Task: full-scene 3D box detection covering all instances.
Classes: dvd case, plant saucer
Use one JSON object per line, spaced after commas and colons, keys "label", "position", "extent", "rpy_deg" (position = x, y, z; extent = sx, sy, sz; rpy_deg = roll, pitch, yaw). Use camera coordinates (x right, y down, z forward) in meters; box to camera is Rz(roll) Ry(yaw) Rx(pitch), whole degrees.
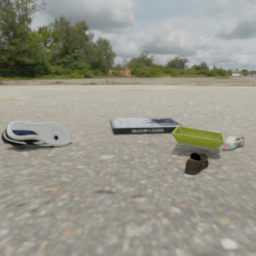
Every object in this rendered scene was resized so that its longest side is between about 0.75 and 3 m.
{"label": "dvd case", "position": [0.617, -0.095, 10.652], "extent": [2.513, 0.311, 1.889], "rpy_deg": [-2, 11, -6]}
{"label": "plant saucer", "position": [1.814, 0.278, 7.282], "extent": [1.249, 0.299, 1.248], "rpy_deg": [10, 11, 15]}

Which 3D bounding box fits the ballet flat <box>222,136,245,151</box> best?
{"label": "ballet flat", "position": [3.005, 0.411, 7.983], "extent": [0.964, 0.343, 0.333], "rpy_deg": [-9, 12, -37]}

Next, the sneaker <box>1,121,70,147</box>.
{"label": "sneaker", "position": [-2.691, 0.231, 8.121], "extent": [1.833, 0.670, 1.025], "rpy_deg": [13, -23, -39]}

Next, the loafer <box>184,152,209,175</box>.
{"label": "loafer", "position": [1.566, 0.726, 6.261], "extent": [0.387, 0.379, 1.061], "rpy_deg": [7, 14, 26]}

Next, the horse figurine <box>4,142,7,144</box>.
{"label": "horse figurine", "position": [-3.128, 0.164, 8.895], "extent": [1.560, 0.389, 1.034], "rpy_deg": [-9, 11, -21]}
